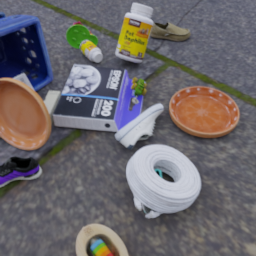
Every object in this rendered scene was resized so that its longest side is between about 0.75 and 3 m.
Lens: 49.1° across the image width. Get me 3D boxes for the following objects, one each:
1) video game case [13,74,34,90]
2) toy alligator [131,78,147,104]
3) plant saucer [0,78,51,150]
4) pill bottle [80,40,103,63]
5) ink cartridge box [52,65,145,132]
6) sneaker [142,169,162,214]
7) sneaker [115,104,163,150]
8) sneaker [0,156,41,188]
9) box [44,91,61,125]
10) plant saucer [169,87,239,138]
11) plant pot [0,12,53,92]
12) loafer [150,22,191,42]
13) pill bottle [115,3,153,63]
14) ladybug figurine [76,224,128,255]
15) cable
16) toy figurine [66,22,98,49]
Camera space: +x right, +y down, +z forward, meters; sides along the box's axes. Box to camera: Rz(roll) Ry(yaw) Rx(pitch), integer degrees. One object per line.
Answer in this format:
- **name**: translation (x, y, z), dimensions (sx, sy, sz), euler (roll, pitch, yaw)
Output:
- **video game case**: translation (-4.039, -0.725, 9.472), dimensions (2.055, 1.471, 0.185), euler (-38, 25, -29)
- **toy alligator**: translation (0.424, -1.447, 10.388), dimensions (0.560, 0.406, 1.691), euler (27, 35, -16)
- **plant saucer**: translation (-3.332, -0.419, 8.600), dimensions (2.363, 2.363, 0.442), euler (17, 33, 14)
- **pill bottle**: translation (-1.592, -3.319, 12.249), dimensions (0.626, 0.626, 1.146), euler (-28, 54, -23)
- **ink cartridge box**: translation (-0.922, -1.143, 10.309), dimensions (2.945, 0.639, 2.918), euler (7, 49, 3)
- **sneaker**: translation (0.696, 1.724, 7.728), dimensions (0.540, 0.635, 1.391), euler (7, 49, 4)
- **sneaker**: translation (0.518, -0.024, 9.332), dimensions (2.167, 0.791, 0.767), euler (-37, 86, -29)
- **sneaker**: translation (-3.441, 1.181, 8.064), dimensions (1.700, 0.845, 0.591), euler (-13, 51, -14)
- **box**: translation (-2.779, -0.723, 10.003), dimensions (0.441, 0.530, 1.289), euler (7, 47, 6)
- **plant saucer**: translation (2.661, -0.569, 9.959), dimensions (2.417, 0.390, 2.417), euler (1, 48, -1)
- **plant pot**: translation (-4.717, -2.626, 10.268), dimensions (2.408, 2.679, 2.678), euler (26, 49, 28)
- **loafer**: translation (2.012, -4.626, 13.389), dimensions (1.988, 0.671, 0.756), euler (3, 48, 3)
- **pill bottle**: translation (0.298, -3.894, 11.589), dimensions (1.198, 2.192, 1.198), euler (15, 18, -5)
- **ladybug figurine**: translation (-0.619, 2.998, 6.632), dimensions (1.068, 0.566, 1.574), euler (-28, 54, -23)
- **cable**: translation (0.953, 1.324, 7.679), dimensions (2.063, 0.714, 2.064), euler (-2, 44, -28)
- **toy figurine**: translation (-2.162, -4.470, 13.196), dimensions (1.466, 1.100, 1.349), euler (12, 36, -19)
